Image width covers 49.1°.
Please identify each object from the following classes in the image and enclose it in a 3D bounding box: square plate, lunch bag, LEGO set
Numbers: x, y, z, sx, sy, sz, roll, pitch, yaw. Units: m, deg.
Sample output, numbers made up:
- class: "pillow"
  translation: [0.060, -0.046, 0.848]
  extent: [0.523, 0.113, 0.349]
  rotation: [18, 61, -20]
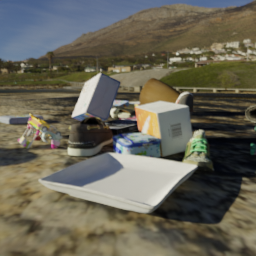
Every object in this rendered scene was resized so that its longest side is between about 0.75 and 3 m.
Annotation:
- class: "square plate"
  translation: [-0.067, 0.857, 4.766]
  extent: [2.011, 0.289, 2.030]
  rotation: [5, 10, 29]
- class: "lunch bag"
  translation: [0.164, 0.437, 6.717]
  extent: [0.984, 0.505, 1.224]
  rotation: [-6, 10, -16]
- class: "LEGO set"
  translation: [-2.624, 0.205, 8.160]
  extent: [1.029, 0.832, 2.237]
  rotation: [33, -7, -19]

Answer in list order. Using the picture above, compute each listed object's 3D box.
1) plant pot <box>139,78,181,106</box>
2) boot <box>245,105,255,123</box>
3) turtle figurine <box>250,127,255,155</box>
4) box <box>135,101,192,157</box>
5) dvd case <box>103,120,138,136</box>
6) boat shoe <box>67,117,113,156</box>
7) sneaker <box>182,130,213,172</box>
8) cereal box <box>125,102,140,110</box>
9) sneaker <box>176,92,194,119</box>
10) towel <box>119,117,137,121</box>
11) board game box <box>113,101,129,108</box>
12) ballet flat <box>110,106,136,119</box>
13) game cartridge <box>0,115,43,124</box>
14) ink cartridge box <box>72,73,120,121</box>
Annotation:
- class: "plant pot"
  translation: [2.002, -1.517, 15.118]
  extent: [2.084, 1.942, 1.942]
  rotation: [21, 19, 31]
- class: "boot"
  translation: [6.920, -0.674, 11.805]
  extent: [2.848, 1.033, 2.589]
  rotation: [5, -6, -14]
- class: "turtle figurine"
  translation: [3.735, 0.360, 6.305]
  extent: [1.688, 0.850, 1.264]
  rotation: [6, 52, 40]
- class: "box"
  translation: [0.896, -0.049, 7.428]
  extent: [0.855, 1.091, 1.754]
  rotation: [-13, 12, -13]
- class: "dvd case"
  translation: [-0.366, -0.048, 10.182]
  extent: [1.592, 0.262, 2.118]
  rotation: [4, 11, 35]
- class: "boat shoe"
  translation: [-0.965, 0.090, 7.800]
  extent: [0.946, 0.799, 2.653]
  rotation: [1, 10, 6]
- class: "sneaker"
  translation: [1.458, 0.431, 5.927]
  extent: [0.644, 0.742, 1.675]
  rotation: [2, 9, 10]
- class: "cereal box"
  translation: [0.793, -1.401, 17.866]
  extent: [2.395, 0.473, 1.723]
  rotation: [-10, 14, -44]
- class: "sneaker"
  translation: [1.697, -0.290, 8.354]
  extent: [0.579, 1.503, 0.615]
  rotation: [6, 19, -13]
- class: "towel"
  translation: [0.674, -0.312, 11.921]
  extent: [1.339, 0.274, 1.830]
  rotation: [-9, 13, -42]
- class: "board game box"
  translation: [-0.939, -1.254, 16.573]
  extent: [1.268, 0.307, 1.676]
  rotation: [7, 23, 36]
- class: "ballet flat"
  translation: [-0.386, -0.712, 13.418]
  extent: [1.834, 0.624, 0.627]
  rotation: [7, 22, 39]
- class: "game cartridge"
  translation: [-4.593, -0.382, 12.185]
  extent: [1.060, 0.322, 1.589]
  rotation: [12, 13, 40]
- class: "ink cartridge box"
  translation: [-1.353, -1.037, 10.878]
  extent: [0.893, 1.597, 2.340]
  rotation: [25, -14, -24]
